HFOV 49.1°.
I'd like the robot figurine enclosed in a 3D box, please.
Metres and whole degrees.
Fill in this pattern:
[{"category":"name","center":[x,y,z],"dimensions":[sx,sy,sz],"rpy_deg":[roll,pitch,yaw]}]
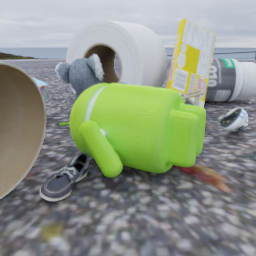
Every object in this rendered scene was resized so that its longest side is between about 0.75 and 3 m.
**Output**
[{"category":"robot figurine","center":[0.056,-0.043,5.235],"dimensions":[2.595,1.501,2.277],"rpy_deg":[10,21,24]}]

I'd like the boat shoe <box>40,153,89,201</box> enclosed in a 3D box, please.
[{"category":"boat shoe","center":[-1.006,0.756,4.601],"dimensions":[0.452,0.390,1.243],"rpy_deg":[25,21,11]}]

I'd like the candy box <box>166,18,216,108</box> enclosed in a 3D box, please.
[{"category":"candy box","center":[2.098,-2.104,9.309],"dimensions":[1.397,2.734,0.361],"rpy_deg":[18,-11,-25]}]

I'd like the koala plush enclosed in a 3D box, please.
[{"category":"koala plush","center":[-1.026,-1.098,7.693],"dimensions":[1.631,1.839,1.690],"rpy_deg":[-1,40,27]}]

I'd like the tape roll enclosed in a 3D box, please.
[{"category":"tape roll","center":[-0.371,-2.127,9.746],"dimensions":[2.996,2.996,2.057],"rpy_deg":[9,18,28]}]

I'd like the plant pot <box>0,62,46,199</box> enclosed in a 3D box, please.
[{"category":"plant pot","center":[-2.374,-0.037,3.976],"dimensions":[1.359,2.024,2.024],"rpy_deg":[17,22,23]}]

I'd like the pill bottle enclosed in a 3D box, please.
[{"category":"pill bottle","center":[3.402,-1.890,11.065],"dimensions":[2.955,1.671,1.671],"rpy_deg":[0,17,-2]}]

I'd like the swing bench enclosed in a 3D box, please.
[{"category":"swing bench","center":[1.540,-0.742,7.928],"dimensions":[1.060,0.688,1.054],"rpy_deg":[3,13,9]}]

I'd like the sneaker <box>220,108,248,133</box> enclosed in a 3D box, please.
[{"category":"sneaker","center":[2.788,-0.147,7.159],"dimensions":[0.622,0.627,1.731],"rpy_deg":[-35,-7,27]}]

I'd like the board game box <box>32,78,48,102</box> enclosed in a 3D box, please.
[{"category":"board game box","center":[-3.450,-0.694,7.701],"dimensions":[1.186,1.165,2.261],"rpy_deg":[24,25,16]}]
